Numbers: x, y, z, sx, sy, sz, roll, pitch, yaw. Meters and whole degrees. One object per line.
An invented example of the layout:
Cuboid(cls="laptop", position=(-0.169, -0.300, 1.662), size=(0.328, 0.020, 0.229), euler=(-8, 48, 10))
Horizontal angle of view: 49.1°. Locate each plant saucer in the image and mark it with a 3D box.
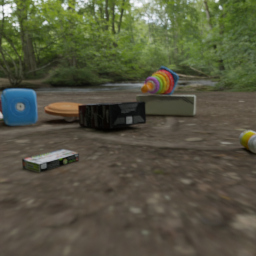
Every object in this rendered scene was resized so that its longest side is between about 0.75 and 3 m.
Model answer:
Cuboid(cls="plant saucer", position=(-2.468, -0.776, 11.439), size=(1.818, 0.293, 1.818), euler=(4, 15, -1))

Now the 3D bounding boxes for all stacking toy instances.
Cuboid(cls="stacking toy", position=(-4.509, -0.773, 11.042), size=(1.260, 1.332, 2.296), euler=(-5, 4, -33))
Cuboid(cls="stacking toy", position=(1.266, -2.033, 13.344), size=(1.239, 1.311, 2.258), euler=(37, 37, 22))

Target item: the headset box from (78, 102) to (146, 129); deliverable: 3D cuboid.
Cuboid(cls="headset box", position=(-0.654, -0.481, 9.841), size=(1.564, 0.812, 2.101), euler=(-8, 9, -40))

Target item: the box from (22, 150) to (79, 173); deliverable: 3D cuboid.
Cuboid(cls="box", position=(-1.480, 0.621, 5.433), size=(0.525, 0.166, 0.954), euler=(7, 11, 36))

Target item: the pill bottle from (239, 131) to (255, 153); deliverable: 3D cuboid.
Cuboid(cls="pill bottle", position=(2.890, 0.326, 6.426), size=(0.428, 0.428, 0.783), euler=(0, 9, 2))

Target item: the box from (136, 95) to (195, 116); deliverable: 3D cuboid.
Cuboid(cls="box", position=(1.831, -1.121, 13.576), size=(2.769, 0.947, 1.138), euler=(2, 8, 15))

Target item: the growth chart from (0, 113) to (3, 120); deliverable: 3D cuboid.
Cuboid(cls="growth chart", position=(-5.644, -0.547, 12.496), size=(2.123, 0.188, 1.537), euler=(9, 12, 44))

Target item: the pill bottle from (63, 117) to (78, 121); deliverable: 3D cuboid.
Cuboid(cls="pill bottle", position=(-2.296, -0.561, 11.617), size=(0.499, 0.499, 0.862), euler=(2, 9, 13))
